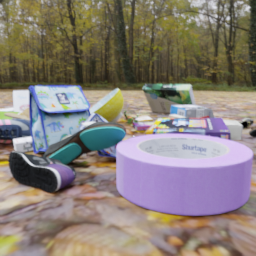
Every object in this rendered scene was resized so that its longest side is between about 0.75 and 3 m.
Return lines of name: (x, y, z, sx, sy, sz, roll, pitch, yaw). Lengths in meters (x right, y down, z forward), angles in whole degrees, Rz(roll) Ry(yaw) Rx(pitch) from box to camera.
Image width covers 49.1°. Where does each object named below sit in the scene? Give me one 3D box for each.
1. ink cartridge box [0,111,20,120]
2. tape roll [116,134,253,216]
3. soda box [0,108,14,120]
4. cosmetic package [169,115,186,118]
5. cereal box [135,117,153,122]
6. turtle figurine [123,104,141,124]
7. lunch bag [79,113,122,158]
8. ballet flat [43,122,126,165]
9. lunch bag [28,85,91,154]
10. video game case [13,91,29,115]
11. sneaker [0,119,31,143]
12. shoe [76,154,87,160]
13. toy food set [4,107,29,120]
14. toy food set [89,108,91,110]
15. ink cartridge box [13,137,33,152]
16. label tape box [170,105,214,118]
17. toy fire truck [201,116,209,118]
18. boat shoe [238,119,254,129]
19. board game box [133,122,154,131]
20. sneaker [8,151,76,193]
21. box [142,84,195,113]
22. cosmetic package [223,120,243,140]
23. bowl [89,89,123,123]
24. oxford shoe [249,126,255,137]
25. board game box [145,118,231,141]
ink cartridge box: (-5.639, -0.525, 10.327, 2.593, 0.982, 1.916, 6, 39, 31)
tape roll: (1.049, 0.761, 5.546, 2.559, 0.839, 2.559, 0, 11, 0)
soda box: (-5.530, -0.604, 13.641, 0.751, 0.702, 2.204, 3, 10, 15)
cosmetic package: (2.187, -0.286, 12.429, 0.355, 0.503, 0.972, -4, 10, -21)
cereal box: (0.757, -0.367, 13.652, 0.700, 0.192, 0.973, -7, 12, -10)
turtle figurine: (0.157, -0.599, 13.256, 0.981, 0.706, 0.952, -39, 28, 8)
lunch bag: (-0.644, 0.285, 7.498, 1.311, 0.812, 1.115, 40, -2, -12)
ballet flat: (-1.021, 0.250, 6.295, 2.043, 0.694, 0.699, -23, 36, 9)
lunch bag: (-1.964, -0.314, 8.167, 1.602, 1.884, 1.201, -7, -5, -39)
video game case: (-3.327, -0.794, 11.716, 2.720, 0.322, 2.476, -5, 43, -20)
sneaker: (-4.125, 0.180, 8.864, 2.469, 0.866, 1.013, 1, 15, 4)
shoe: (-1.576, 0.657, 7.089, 1.305, 0.348, 0.456, -7, 1, 31)
toy food set: (-3.209, -0.435, 10.530, 1.679, 0.488, 2.432, 14, 21, 18)
toy food set: (-2.720, -0.815, 14.706, 1.750, 0.971, 2.974, 22, 1, -27)
ink cartridge box: (-3.016, 0.490, 8.418, 0.755, 0.317, 0.549, -9, 14, -27)
label tape box: (3.521, -0.777, 14.508, 2.182, 0.721, 1.563, -5, 13, -19)
toy fire truck: (2.743, -0.053, 10.943, 0.901, 0.602, 1.073, -18, -5, 30)
boat shoe: (4.993, -0.141, 12.002, 1.118, 0.399, 0.337, -12, 16, -22)
board game box: (1.069, -0.088, 12.147, 1.620, 0.262, 0.972, -1, 14, -9)
sneaker: (-1.791, 0.874, 5.819, 1.611, 0.610, 0.705, 18, 15, 30)
box: (2.497, -1.714, 16.757, 2.898, 2.092, 0.527, 4, 54, 29)
cosmetic package: (3.807, 0.052, 10.433, 0.622, 0.525, 1.203, 4, 10, 11)
bowl: (-0.876, -0.784, 12.862, 1.984, 1.068, 1.984, -37, 14, 11)
oxford shoe: (4.665, 0.119, 10.348, 0.863, 0.314, 0.364, -11, 28, -37)
board game box: (1.859, 0.208, 8.676, 2.234, 0.766, 2.703, -1, 10, 13)
